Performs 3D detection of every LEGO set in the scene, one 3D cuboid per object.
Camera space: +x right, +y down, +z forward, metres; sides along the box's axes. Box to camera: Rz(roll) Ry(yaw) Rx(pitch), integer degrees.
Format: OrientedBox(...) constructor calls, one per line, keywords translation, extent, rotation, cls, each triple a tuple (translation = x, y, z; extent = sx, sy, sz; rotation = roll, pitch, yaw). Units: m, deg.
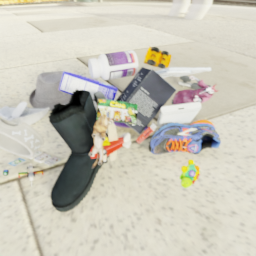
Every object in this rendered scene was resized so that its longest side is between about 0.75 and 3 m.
OrientedBox(translation=(-3.326, 1.354, 9.547), extent=(1.282, 0.421, 1.717), rotation=(15, 23, 24), cls="LEGO set")

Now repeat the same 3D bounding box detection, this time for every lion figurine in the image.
OrientedBox(translation=(-0.745, 0.333, 7.177), extent=(0.458, 1.265, 0.775), rotation=(16, 22, -6), cls="lion figurine")

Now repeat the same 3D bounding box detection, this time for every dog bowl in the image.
OrientedBox(translation=(-3.213, 0.238, 7.695), extent=(1.716, 1.716, 0.503), rotation=(12, 62, 18), cls="dog bowl")

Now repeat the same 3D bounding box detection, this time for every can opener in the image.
OrientedBox(translation=(-1.043, -0.513, 9.962), extent=(0.705, 2.122, 0.559), rotation=(-33, 72, -15), cls="can opener")
OrientedBox(translation=(3.636, -2.385, 15.308), extent=(1.856, 0.617, 0.489), rotation=(20, 35, 21), cls="can opener")

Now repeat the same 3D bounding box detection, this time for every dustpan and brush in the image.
OrientedBox(translation=(-4.729, -0.447, 11.838), extent=(2.047, 0.839, 2.933), rotation=(2, 34, 3), cls="dustpan and brush")

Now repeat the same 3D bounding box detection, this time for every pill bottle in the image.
OrientedBox(translation=(-0.629, -2.557, 11.554), extent=(1.900, 1.059, 1.059), rotation=(-12, 34, -17), cls="pill bottle")

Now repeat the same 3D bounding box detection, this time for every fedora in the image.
OrientedBox(translation=(-3.748, -2.070, 14.070), extent=(2.526, 1.290, 2.857), rotation=(0, 31, -1), cls="fedora")

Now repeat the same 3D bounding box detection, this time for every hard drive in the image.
OrientedBox(translation=(1.743, -0.431, 9.982), extent=(1.297, 0.262, 1.966), rotation=(-8, -12, 0), cls="hard drive")

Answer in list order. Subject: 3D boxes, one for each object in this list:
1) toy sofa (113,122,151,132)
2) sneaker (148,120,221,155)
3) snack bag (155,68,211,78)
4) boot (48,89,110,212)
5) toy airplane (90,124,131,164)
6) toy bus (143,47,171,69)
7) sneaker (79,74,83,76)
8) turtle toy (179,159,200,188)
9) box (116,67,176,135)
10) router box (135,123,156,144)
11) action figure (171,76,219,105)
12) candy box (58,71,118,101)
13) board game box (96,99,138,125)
OrientedBox(translation=(-0.147, -0.570, 11.788), extent=(2.315, 0.959, 1.130), rotation=(7, 21, 12), cls="toy sofa")
OrientedBox(translation=(2.126, 0.443, 10.228), extent=(2.940, 1.108, 1.153), rotation=(-13, 37, -17), cls="sneaker")
OrientedBox(translation=(1.943, -2.325, 12.094), extent=(2.402, 0.257, 2.265), rotation=(-8, 5, -32), cls="snack bag")
OrientedBox(translation=(-1.666, 0.589, 8.029), extent=(1.108, 2.438, 2.902), rotation=(11, 52, 35), cls="boot")
OrientedBox(translation=(-0.504, 0.423, 8.118), extent=(0.831, 1.178, 1.173), rotation=(39, 12, 35), cls="toy airplane")
OrientedBox(translation=(1.146, -2.803, 11.589), extent=(1.034, 0.702, 0.992), rotation=(17, -5, -9), cls="toy bus")
OrientedBox(translation=(-2.692, -2.783, 16.194), extent=(0.444, 0.400, 1.030), rotation=(14, 39, 0), cls="sneaker")
OrientedBox(translation=(1.486, 1.155, 6.742), extent=(0.382, 0.550, 0.755), rotation=(21, 43, 40), cls="turtle toy")
OrientedBox(translation=(0.489, -1.089, 10.384), extent=(1.195, 2.036, 2.002), rotation=(37, 8, -14), cls="box")
OrientedBox(translation=(0.639, 0.191, 9.846), extent=(0.192, 0.705, 0.785), rotation=(47, 16, 1), cls="router box")
OrientedBox(translation=(2.394, -1.041, 9.718), extent=(1.699, 1.265, 1.138), rotation=(-12, 52, 42), cls="action figure")
OrientedBox(translation=(-1.473, -1.476, 10.665), extent=(2.024, 0.780, 1.712), rotation=(18, 8, -6), cls="candy box")
OrientedBox(translation=(-0.303, -0.457, 7.932), extent=(1.149, 0.602, 0.135), rotation=(6, -14, -15), cls="board game box")
